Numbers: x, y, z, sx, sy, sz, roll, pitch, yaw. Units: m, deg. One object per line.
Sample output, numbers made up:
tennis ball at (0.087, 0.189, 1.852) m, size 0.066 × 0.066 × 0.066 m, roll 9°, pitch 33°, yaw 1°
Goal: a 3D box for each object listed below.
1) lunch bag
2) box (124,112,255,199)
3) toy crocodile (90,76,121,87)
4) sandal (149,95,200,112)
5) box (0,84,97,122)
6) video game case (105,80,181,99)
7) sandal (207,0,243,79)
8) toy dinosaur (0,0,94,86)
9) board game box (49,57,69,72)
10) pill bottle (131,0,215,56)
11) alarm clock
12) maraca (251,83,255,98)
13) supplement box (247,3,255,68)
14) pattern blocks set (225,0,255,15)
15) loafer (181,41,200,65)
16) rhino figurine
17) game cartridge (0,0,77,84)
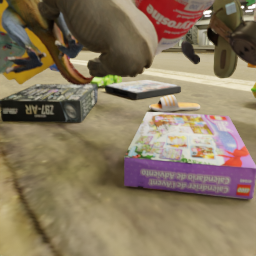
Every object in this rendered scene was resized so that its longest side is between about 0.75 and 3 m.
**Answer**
lunch bag at (-2.148, -1.244, 4.719) m, size 0.776 × 0.299 × 0.622 m, roll -33°, pitch -16°, yaw 19°
box at (1.119, 0.321, 5.370) m, size 1.903 × 0.544 × 2.781 m, roll 4°, pitch 18°, yaw 11°
toy crocodile at (-1.014, -2.389, 13.541) m, size 0.772 × 0.706 × 2.288 m, roll 11°, pitch 21°, yaw 30°
sandal at (1.509, -0.839, 9.081) m, size 1.693 × 0.485 × 0.649 m, roll -4°, pitch 18°, yaw -11°
box at (-2.330, -0.899, 9.022) m, size 2.301 × 0.625 × 2.873 m, roll 1°, pitch 18°, yaw 2°
video game case at (0.623, -1.682, 11.986) m, size 2.433 × 0.310 × 2.199 m, roll -13°, pitch 23°, yaw -36°
sandal at (2.574, -2.558, 7.726) m, size 0.678 × 2.378 × 0.944 m, roll -7°, pitch 12°, yaw -21°
toy dinosaur at (-1.915, -2.130, 4.411) m, size 1.565 × 2.705 × 2.981 m, roll -29°, pitch -15°, yaw -9°
board game box at (-2.671, -3.449, 9.133) m, size 0.611 × 2.067 × 2.718 m, roll 16°, pitch -15°, yaw 30°
pill bottle at (0.741, -2.421, 5.528) m, size 1.344 × 1.344 × 2.395 m, roll -7°, pitch -13°, yaw -21°
alarm clock at (2.144, -1.290, 4.631) m, size 1.154 × 0.384 × 0.778 m, roll 38°, pitch 0°, yaw 1°
maraca at (5.176, -1.345, 9.727) m, size 1.979 × 1.058 × 1.357 m, roll -9°, pitch 18°, yaw -32°
supplement box at (4.060, -2.793, 6.795) m, size 1.694 × 2.689 × 0.989 m, roll 19°, pitch 33°, yaw 37°
pattern blocks set at (2.475, -3.425, 6.299) m, size 1.337 × 1.521 × 0.123 m, roll -25°, pitch 32°, yaw 20°
loafer at (1.751, -2.179, 8.115) m, size 0.931 × 0.335 × 0.293 m, roll 35°, pitch 9°, yaw -42°
rhino figurine at (-0.630, -1.600, 3.218) m, size 0.793 × 2.654 × 1.160 m, roll -46°, pitch 17°, yaw -14°
game cartridge at (-1.920, -2.468, 5.681) m, size 2.708 × 2.387 × 0.439 m, roll -32°, pitch 40°, yaw -2°
